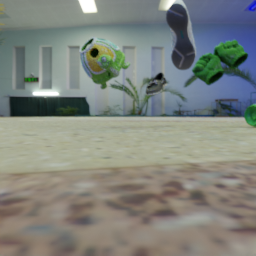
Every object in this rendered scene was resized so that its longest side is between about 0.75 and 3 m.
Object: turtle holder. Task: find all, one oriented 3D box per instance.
[{"bbox_3d":[-1.098,-2.578,11.080,1.759,1.644,2.315,-28,34,27],"label":"turtle holder"}]

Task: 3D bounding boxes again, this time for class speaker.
[{"bbox_3d":[6.307,-0.538,12.251,2.423,1.072,1.072,-1,3,-24],"label":"speaker"}]

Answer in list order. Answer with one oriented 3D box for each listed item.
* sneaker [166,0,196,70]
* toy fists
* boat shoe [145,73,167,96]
[{"bbox_3d":[1.623,-2.729,8.296,0.748,2.128,0.853,0,41,18],"label":"sneaker"},{"bbox_3d":[3.720,-2.790,11.563,2.302,1.173,0.792,-35,-33,-3],"label":"toy fists"},{"bbox_3d":[1.251,-2.038,12.899,0.776,0.662,2.322,-10,16,23],"label":"boat shoe"}]
